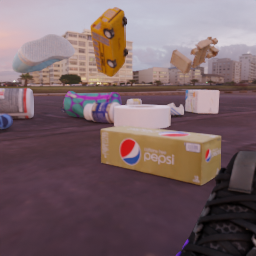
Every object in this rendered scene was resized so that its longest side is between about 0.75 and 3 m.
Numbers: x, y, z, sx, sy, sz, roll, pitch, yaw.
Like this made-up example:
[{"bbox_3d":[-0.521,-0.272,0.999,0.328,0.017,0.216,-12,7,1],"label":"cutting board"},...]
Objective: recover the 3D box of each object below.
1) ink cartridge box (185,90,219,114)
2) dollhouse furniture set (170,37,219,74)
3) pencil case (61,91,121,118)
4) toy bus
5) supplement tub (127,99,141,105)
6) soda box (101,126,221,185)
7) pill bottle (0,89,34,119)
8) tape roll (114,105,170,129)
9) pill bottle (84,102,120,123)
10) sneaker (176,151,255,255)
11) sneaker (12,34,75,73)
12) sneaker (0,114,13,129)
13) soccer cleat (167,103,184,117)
[{"bbox_3d":[3.603,-1.316,13.749,1.082,1.101,1.496,-2,8,-11],"label":"ink cartridge box"},{"bbox_3d":[2.539,-2.888,10.345,1.801,0.934,0.797,-31,61,-26],"label":"dollhouse furniture set"},{"bbox_3d":[-1.423,-0.917,10.882,2.360,1.004,1.091,5,-35,30],"label":"pencil case"},{"bbox_3d":[-0.690,-3.149,10.428,1.081,0.898,2.761,31,-24,17],"label":"toy bus"},{"bbox_3d":[0.372,-1.486,16.953,0.765,0.556,0.556,-3,8,-20],"label":"supplement tub"},{"bbox_3d":[0.395,0.320,4.013,1.703,0.545,0.577,7,11,39],"label":"soda box"},{"bbox_3d":[-4.704,-0.925,10.674,2.005,1.162,1.162,-1,8,-12],"label":"pill bottle"},{"bbox_3d":[0.430,-0.373,8.756,1.754,0.613,1.754,0,7,0],"label":"tape roll"},{"bbox_3d":[-0.887,-0.534,9.655,1.198,0.693,0.693,3,8,29],"label":"pill bottle"},{"bbox_3d":[0.549,0.535,1.430,0.574,0.822,1.652,8,10,43],"label":"sneaker"},{"bbox_3d":[-2.307,-1.969,7.552,0.834,0.752,2.034,-28,4,34],"label":"sneaker"},{"bbox_3d":[-3.809,-0.135,7.874,1.141,0.422,0.469,-6,8,11],"label":"sneaker"},{"bbox_3d":[1.677,-0.770,11.755,1.326,0.573,0.463,2,8,17],"label":"soccer cleat"}]
